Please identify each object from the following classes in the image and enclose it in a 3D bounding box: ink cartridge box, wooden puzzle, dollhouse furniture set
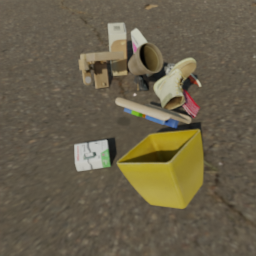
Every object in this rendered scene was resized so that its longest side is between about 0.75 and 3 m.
[{"bbox_3d":[-1.225,0.945,9.542,1.146,0.482,0.836,-9,48,-3],"label":"ink cartridge box"},{"bbox_3d":[0.693,-0.358,7.564,1.598,0.399,1.725,21,10,30],"label":"wooden puzzle"},{"bbox_3d":[-1.082,-2.291,11.435,1.722,1.476,1.811,-15,18,-37],"label":"dollhouse furniture set"}]

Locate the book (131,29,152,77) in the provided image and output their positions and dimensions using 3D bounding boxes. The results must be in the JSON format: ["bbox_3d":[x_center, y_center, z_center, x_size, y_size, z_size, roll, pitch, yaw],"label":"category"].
[{"bbox_3d":[0.679,-3.254,12.367,0.526,2.187,1.461,-35,83,0],"label":"book"}]

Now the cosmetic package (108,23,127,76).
[{"bbox_3d":[-0.483,-3.648,13.135,0.767,2.158,1.135,-5,46,-3],"label":"cosmetic package"}]

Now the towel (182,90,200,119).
[{"bbox_3d":[2.283,-0.953,10.645,1.078,0.168,1.491,50,25,1],"label":"towel"}]

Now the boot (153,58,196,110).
[{"bbox_3d":[1.629,-1.377,8.980,1.660,0.598,1.284,-38,36,20],"label":"boot"}]

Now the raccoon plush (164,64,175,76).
[{"bbox_3d":[1.606,-1.834,10.142,0.494,1.022,0.685,-9,42,11],"label":"raccoon plush"}]

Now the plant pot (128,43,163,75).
[{"bbox_3d":[0.529,-2.381,10.204,1.125,1.125,0.976,-43,16,-35],"label":"plant pot"}]

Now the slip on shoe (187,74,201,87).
[{"bbox_3d":[3.054,-2.175,13.001,0.290,0.351,0.947,-40,56,8],"label":"slip on shoe"}]

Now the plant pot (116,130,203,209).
[{"bbox_3d":[1.060,1.169,7.623,1.750,1.543,1.750,-6,22,43],"label":"plant pot"}]

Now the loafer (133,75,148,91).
[{"bbox_3d":[0.447,-2.071,12.159,0.485,1.341,0.488,-17,44,14],"label":"loafer"}]
